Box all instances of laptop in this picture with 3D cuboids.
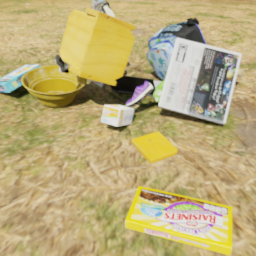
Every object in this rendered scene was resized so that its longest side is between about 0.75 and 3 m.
[{"bbox_3d":[0.317,-2.100,11.957,1.993,1.233,2.128,10,38,14],"label":"laptop"}]

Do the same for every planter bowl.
[{"bbox_3d":[-2.900,-1.524,11.202,2.476,1.031,2.476,4,36,-3],"label":"planter bowl"}]

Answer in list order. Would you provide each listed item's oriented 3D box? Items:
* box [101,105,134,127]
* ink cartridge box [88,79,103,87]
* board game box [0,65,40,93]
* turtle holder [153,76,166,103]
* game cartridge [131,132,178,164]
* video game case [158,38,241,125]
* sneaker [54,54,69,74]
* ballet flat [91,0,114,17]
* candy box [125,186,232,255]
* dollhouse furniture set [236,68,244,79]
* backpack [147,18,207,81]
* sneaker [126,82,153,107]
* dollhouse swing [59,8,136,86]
[{"bbox_3d":[-0.347,-0.434,9.597,0.654,0.589,1.163,16,11,21],"label":"box"},{"bbox_3d":[-1.347,-2.257,10.853,0.448,1.321,0.760,-20,45,53],"label":"ink cartridge box"},{"bbox_3d":[-4.713,-2.123,11.931,1.326,0.412,1.757,9,41,43],"label":"board game box"},{"bbox_3d":[2.215,-1.715,10.851,2.304,1.751,1.636,8,36,-14],"label":"turtle holder"},{"bbox_3d":[0.830,0.597,8.803,1.043,0.192,1.183,-16,39,-23],"label":"game cartridge"},{"bbox_3d":[2.527,-1.660,9.883,2.377,2.614,0.305,15,-7,4],"label":"video game case"},{"bbox_3d":[-2.240,-2.176,9.618,0.390,0.862,0.287,21,64,17],"label":"sneaker"},{"bbox_3d":[-0.790,-4.441,12.094,0.858,2.385,0.858,-13,50,16],"label":"ballet flat"},{"bbox_3d":[1.182,2.049,6.431,2.293,0.303,1.172,9,37,14],"label":"candy box"},{"bbox_3d":[4.126,-2.034,12.573,1.551,0.862,1.371,23,64,30],"label":"dollhouse furniture set"},{"bbox_3d":[2.074,-3.238,12.507,2.060,2.565,2.803,-40,26,-7],"label":"backpack"},{"bbox_3d":[0.362,-1.187,10.009,0.485,1.162,0.468,53,13,17],"label":"sneaker"},{"bbox_3d":[-1.121,-2.814,9.560,1.868,2.055,1.807,11,19,-28],"label":"dollhouse swing"}]
